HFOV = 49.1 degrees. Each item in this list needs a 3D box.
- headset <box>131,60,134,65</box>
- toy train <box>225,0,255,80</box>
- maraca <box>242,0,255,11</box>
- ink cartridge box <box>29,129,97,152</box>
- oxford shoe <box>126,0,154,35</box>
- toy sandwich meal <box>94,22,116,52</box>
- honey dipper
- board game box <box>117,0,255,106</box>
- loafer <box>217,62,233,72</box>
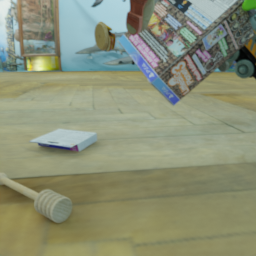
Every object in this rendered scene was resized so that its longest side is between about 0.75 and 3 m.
[{"bbox_3d":[0.585,-2.041,8.702,1.006,0.473,0.621,18,44,14],"label":"headset"},{"bbox_3d":[3.439,-2.581,8.252,1.050,2.463,1.404,-33,-8,-40],"label":"toy train"},{"bbox_3d":[2.812,-2.723,4.938,1.238,1.805,0.966,37,13,-6],"label":"maraca"},{"bbox_3d":[-1.730,0.367,7.609,1.310,0.289,1.334,6,18,22],"label":"ink cartridge box"},{"bbox_3d":[0.318,-2.599,5.675,0.489,1.382,0.510,41,47,21],"label":"oxford shoe"},{"bbox_3d":[-0.776,-3.033,9.294,0.350,1.023,1.023,-15,20,-29],"label":"toy sandwich meal"},{"bbox_3d":[-1.750,1.089,4.753,2.058,0.391,0.391,9,17,39],"label":"honey dipper"},{"bbox_3d":[1.228,-2.033,6.389,1.126,2.324,1.853,34,20,-48],"label":"board game box"},{"bbox_3d":[3.566,-3.059,11.094,0.624,1.792,0.674,-20,-7,-31],"label":"loafer"}]
